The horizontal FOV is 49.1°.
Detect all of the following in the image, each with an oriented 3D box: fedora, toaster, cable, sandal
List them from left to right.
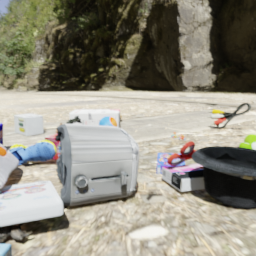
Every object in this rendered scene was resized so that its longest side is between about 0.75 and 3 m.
[{"bbox_3d":[-3.292,0.920,6.310,0.860,1.150,3.001,-46,15,-5],"label":"sandal"},{"bbox_3d":[-2.896,0.803,8.240,1.663,0.661,0.724,-11,16,16],"label":"sandal"},{"bbox_3d":[-0.795,0.714,6.506,1.662,1.462,2.573,1,13,-18],"label":"toaster"},{"bbox_3d":[4.890,-0.570,13.578,0.526,1.014,2.088,4,-15,-44],"label":"cable"},{"bbox_3d":[2.388,1.058,5.887,2.148,0.981,2.148,5,11,-1],"label":"fedora"}]

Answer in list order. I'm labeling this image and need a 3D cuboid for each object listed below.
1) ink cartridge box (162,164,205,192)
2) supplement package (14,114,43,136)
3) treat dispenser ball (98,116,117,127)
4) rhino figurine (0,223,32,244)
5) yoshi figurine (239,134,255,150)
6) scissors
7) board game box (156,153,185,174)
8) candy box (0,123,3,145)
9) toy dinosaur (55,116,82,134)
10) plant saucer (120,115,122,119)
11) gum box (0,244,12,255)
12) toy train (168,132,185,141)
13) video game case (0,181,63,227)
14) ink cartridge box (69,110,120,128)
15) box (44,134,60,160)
[{"bbox_3d":[1.936,1.179,6.922,2.021,0.375,0.957,0,8,-20],"label":"ink cartridge box"},{"bbox_3d":[-4.573,-0.162,12.874,1.116,0.847,0.840,9,14,41],"label":"supplement package"},{"bbox_3d":[-0.816,-0.093,11.372,0.764,0.764,0.764,0,10,0],"label":"treat dispenser ball"},{"bbox_3d":[-2.038,1.677,4.410,1.021,0.305,0.447,-3,11,-7],"label":"rhino figurine"},{"bbox_3d":[4.196,0.574,8.505,1.552,0.872,0.869,12,14,17],"label":"yoshi figurine"},{"bbox_3d":[1.705,0.737,7.456,0.155,0.812,2.221,50,18,27],"label":"scissors"},{"bbox_3d":[1.222,1.019,8.047,0.780,0.260,1.161,1,12,8],"label":"board game box"},{"bbox_3d":[-5.479,0.352,8.844,2.358,0.908,1.994,5,15,-7],"label":"candy box"},{"bbox_3d":[-2.346,0.146,10.739,1.300,0.979,1.916,-29,52,-14],"label":"toy dinosaur"},{"bbox_3d":[-1.194,-0.576,16.369,1.719,0.304,1.719,4,12,-1],"label":"plant saucer"},{"bbox_3d":[-2.752,1.879,2.651,2.459,0.548,2.089,0,10,3],"label":"gum box"},{"bbox_3d":[2.106,0.348,11.885,0.777,0.216,0.584,7,12,33],"label":"toy train"},{"bbox_3d":[-2.488,1.395,5.103,2.320,0.275,2.112,-4,1,-21],"label":"video game case"},{"bbox_3d":[-1.552,-0.366,13.643,2.282,0.945,1.672,0,10,2],"label":"ink cartridge box"},{"bbox_3d":[-1.828,0.622,8.964,1.521,0.726,0.758,4,11,22],"label":"box"}]
